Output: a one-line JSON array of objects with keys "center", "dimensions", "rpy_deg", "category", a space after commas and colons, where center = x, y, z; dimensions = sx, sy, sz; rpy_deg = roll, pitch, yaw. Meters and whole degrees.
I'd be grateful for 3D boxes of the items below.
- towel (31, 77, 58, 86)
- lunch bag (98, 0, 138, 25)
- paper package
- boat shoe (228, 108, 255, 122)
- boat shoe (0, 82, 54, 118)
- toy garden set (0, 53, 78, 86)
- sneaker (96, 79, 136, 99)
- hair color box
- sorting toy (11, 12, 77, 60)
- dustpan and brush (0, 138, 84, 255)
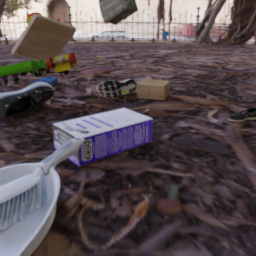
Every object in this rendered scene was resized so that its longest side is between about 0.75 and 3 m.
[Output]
[{"center": [-4.190, -2.271, 14.054], "dimensions": [0.924, 0.402, 1.655], "rpy_deg": [0, 21, 4], "category": "towel"}, {"center": [-0.465, -4.775, 10.281], "dimensions": [1.236, 1.507, 0.886], "rpy_deg": [-15, 0, 40], "category": "lunch bag"}, {"center": [1.102, -1.665, 12.067], "dimensions": [1.244, 0.644, 1.186], "rpy_deg": [6, 21, 18], "category": "paper package"}, {"center": [3.764, -0.434, 9.181], "dimensions": [1.129, 0.354, 0.413], "rpy_deg": [-10, 23, -21], "category": "boat shoe"}, {"center": [-3.559, -0.929, 9.952], "dimensions": [0.756, 0.917, 2.671], "rpy_deg": [31, 33, 20], "category": "boat shoe"}, {"center": [-1.694, -1.206, 5.752], "dimensions": [1.531, 0.367, 1.837], "rpy_deg": [-11, 14, 3], "category": "toy garden set"}, {"center": [-0.584, -1.672, 12.277], "dimensions": [2.018, 0.777, 0.857], "rpy_deg": [-11, 6, -38], "category": "sneaker"}, {"center": [-0.596, 0.137, 7.086], "dimensions": [2.256, 0.731, 1.233], "rpy_deg": [-14, 25, -37], "category": "hair color box"}, {"center": [-2.884, -3.087, 9.439], "dimensions": [1.646, 1.636, 0.573], "rpy_deg": [-3, 57, -54], "category": "sorting toy"}, {"center": [-1.655, 0.950, 4.731], "dimensions": [1.979, 0.811, 2.836], "rpy_deg": [12, 23, 29], "category": "dustpan and brush"}]
